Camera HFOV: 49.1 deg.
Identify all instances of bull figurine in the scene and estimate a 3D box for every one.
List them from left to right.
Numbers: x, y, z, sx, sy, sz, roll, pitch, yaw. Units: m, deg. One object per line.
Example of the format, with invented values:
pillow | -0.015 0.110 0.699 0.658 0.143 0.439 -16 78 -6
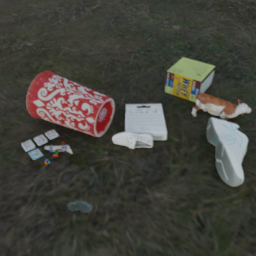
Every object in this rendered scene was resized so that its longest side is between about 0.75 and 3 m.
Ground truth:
bull figurine | 3.585 -0.722 10.964 2.182 0.710 1.324 20 43 21

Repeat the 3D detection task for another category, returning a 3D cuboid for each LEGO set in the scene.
LEGO set | -2.775 0.746 9.630 1.265 0.416 1.694 -27 36 -26

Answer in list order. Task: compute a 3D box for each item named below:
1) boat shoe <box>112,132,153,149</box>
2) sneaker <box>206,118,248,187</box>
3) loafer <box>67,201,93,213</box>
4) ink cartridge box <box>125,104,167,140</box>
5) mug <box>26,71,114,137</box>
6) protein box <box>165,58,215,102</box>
boat shoe | 0.156 0.484 9.685 1.428 0.505 0.495 -1 49 0
sneaker | 3.395 0.647 9.114 1.166 1.023 2.909 4 39 0
loafer | -1.264 2.079 7.580 0.902 0.324 0.284 -9 12 37
ink cartridge box | 0.626 -0.250 10.675 1.491 0.464 1.852 -1 35 -1
mug | -1.908 -0.998 10.506 2.755 1.838 2.446 20 46 18
protein box | 2.717 -2.143 12.377 1.585 1.077 1.596 23 45 25
